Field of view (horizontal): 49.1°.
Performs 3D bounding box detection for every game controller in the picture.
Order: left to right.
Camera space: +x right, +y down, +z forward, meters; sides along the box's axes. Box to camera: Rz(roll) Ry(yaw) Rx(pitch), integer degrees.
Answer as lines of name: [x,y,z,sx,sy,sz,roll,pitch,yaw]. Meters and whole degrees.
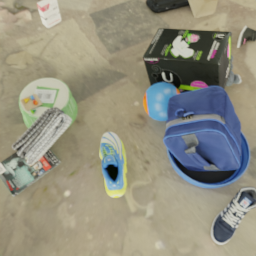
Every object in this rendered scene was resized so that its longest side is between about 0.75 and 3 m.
game controller: [2.286,-6.670,14.638,2.661,0.560,1.388,-18,46,-11]

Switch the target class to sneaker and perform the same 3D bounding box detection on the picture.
sneaker: [-0.484,1.010,9.411,0.934,1.295,2.466,-10,60,-6]
sneaker: [3.285,2.610,8.553,0.706,1.092,2.013,38,66,20]
sneaker: [5.578,-4.177,13.016,0.742,0.529,1.497,23,57,19]

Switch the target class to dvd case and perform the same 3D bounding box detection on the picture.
dvd case: [-3.559,1.307,9.875,1.897,0.209,1.385,-37,65,-21]

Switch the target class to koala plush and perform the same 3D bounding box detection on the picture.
koala plush: [3.995,-2.289,11.619,1.152,1.193,1.299,-10,71,-5]

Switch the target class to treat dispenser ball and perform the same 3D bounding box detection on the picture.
treat dispenser ball: [1.283,-0.978,10.525,1.443,1.443,1.443,0,59,0]

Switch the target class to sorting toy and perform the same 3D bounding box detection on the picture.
sorting toy: [-3.413,-0.844,10.009,0.627,0.125,0.848,-26,63,-22]

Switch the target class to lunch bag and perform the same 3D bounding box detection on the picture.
lunch bag: [2.360,0.207,8.775,1.953,2.875,1.902,-12,53,32]

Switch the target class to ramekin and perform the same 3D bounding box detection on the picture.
ramekin: [-3.082,-0.890,10.713,2.134,1.042,2.134,0,59,0]

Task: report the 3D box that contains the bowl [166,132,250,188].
bowl: [2.790,0.792,9.981,2.876,0.565,2.876,0,58,0]

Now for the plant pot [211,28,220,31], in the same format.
plant pot: [3.759,-4.054,12.853,0.907,0.850,0.850,-12,58,14]

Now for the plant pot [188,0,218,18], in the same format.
plant pot: [3.779,-6.291,13.829,1.111,0.985,1.113,-17,84,-10]

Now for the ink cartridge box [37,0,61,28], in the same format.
ink cartridge box: [-3.780,-5.549,13.473,0.865,1.188,0.504,-39,66,-21]

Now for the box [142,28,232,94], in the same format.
box: [2.310,-2.387,10.668,2.795,2.076,1.737,13,60,27]

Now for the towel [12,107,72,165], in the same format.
towel: [-2.732,0.203,9.076,0.827,1.601,1.933,41,85,-6]
